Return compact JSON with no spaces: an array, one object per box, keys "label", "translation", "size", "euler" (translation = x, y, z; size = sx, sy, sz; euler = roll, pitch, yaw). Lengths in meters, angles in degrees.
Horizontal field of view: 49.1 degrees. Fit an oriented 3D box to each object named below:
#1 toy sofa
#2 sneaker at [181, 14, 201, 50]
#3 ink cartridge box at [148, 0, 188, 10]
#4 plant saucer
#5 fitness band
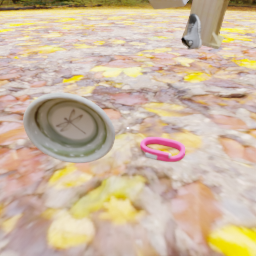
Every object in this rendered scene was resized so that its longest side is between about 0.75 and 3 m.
[{"label":"toy sofa","translation":[2.612,-3.874,8.626],"size":[1.250,2.562,1.061],"euler":[19,42,15]},{"label":"sneaker","translation":[1.821,-2.814,8.269],"size":[0.597,1.034,0.388],"euler":[-18,13,-22]},{"label":"ink cartridge box","translation":[1.476,-4.559,8.591],"size":[1.266,0.729,1.735],"euler":[17,71,46]},{"label":"plant saucer","translation":[-0.728,-0.022,3.610],"size":[1.155,1.155,0.290],"euler":[3,42,6]},{"label":"fitness band","translation":[0.791,0.468,6.472],"size":[1.047,0.196,0.752],"euler":[13,30,21]}]
